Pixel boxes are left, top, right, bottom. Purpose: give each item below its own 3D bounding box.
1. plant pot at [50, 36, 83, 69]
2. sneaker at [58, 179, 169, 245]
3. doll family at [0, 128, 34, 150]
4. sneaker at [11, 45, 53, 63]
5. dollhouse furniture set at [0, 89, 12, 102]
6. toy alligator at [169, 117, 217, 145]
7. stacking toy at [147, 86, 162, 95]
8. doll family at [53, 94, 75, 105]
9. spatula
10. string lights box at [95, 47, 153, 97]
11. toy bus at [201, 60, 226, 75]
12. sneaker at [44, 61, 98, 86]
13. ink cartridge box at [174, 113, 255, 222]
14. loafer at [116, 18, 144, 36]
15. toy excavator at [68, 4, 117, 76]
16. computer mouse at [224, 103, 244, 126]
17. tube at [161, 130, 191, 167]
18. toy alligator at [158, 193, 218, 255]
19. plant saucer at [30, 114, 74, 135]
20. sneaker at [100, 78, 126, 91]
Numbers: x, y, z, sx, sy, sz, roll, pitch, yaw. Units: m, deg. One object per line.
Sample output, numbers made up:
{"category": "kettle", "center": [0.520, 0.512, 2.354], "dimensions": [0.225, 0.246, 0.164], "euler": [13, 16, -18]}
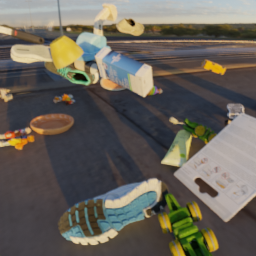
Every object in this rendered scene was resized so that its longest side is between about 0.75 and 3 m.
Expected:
{"category": "plant pot", "center": [-2.302, -2.773, 9.996], "dimensions": [1.161, 0.824, 1.161], "euler": [-24, 29, 14]}
{"category": "sneaker", "center": [-0.363, 1.933, 6.651], "dimensions": [2.598, 0.974, 1.126], "euler": [-14, -2, -19]}
{"category": "doll family", "center": [-4.052, 0.425, 10.330], "dimensions": [0.988, 0.717, 1.592], "euler": [-7, 6, 0]}
{"category": "sneaker", "center": [-3.588, -2.770, 10.651], "dimensions": [1.698, 0.620, 0.601], "euler": [1, -20, -33]}
{"category": "dollhouse furniture set", "center": [-7.020, -1.840, 15.475], "dimensions": [1.073, 0.556, 0.475], "euler": [8, 23, 19]}
{"category": "toy alligator", "center": [2.528, 0.045, 10.168], "dimensions": [2.134, 0.513, 0.707], "euler": [32, -8, 3]}
{"category": "stacking toy", "center": [1.362, -2.183, 16.253], "dimensions": [1.417, 0.823, 0.778], "euler": [6, 15, -23]}
{"category": "doll family", "center": [-3.457, -1.574, 14.850], "dimensions": [1.221, 0.550, 0.758], "euler": [11, 26, 24]}
{"category": "spatula", "center": [-3.992, -3.106, 8.951], "dimensions": [2.890, 0.817, 0.297], "euler": [4, 6, -45]}
{"category": "string lights box", "center": [-0.128, -1.686, 8.446], "dimensions": [1.727, 0.887, 0.509], "euler": [29, 66, 24]}
{"category": "toy bus", "center": [3.230, -2.286, 10.580], "dimensions": [0.904, 0.294, 0.354], "euler": [12, 23, -24]}
{"category": "sneaker", "center": [-2.774, -2.729, 13.447], "dimensions": [2.644, 1.026, 1.206], "euler": [16, 25, -4]}
{"category": "ink cartridge box", "center": [3.134, 1.054, 7.922], "dimensions": [2.969, 0.847, 2.413], "euler": [-45, 32, -3]}
{"category": "loafer", "center": [0.139, -3.271, 9.010], "dimensions": [1.167, 0.442, 0.399], "euler": [-18, -15, -45]}
{"category": "toy excavator", "center": [-1.355, -3.785, 11.874], "dimensions": [1.255, 2.512, 2.442], "euler": [24, 39, 29]}
{"category": "computer mouse", "center": [4.895, -0.518, 12.619], "dimensions": [1.131, 0.452, 2.062], "euler": [2, 29, 15]}
{"category": "tube", "center": [1.780, 0.731, 9.642], "dimensions": [0.609, 0.545, 2.101], "euler": [-35, 9, 32]}
{"category": "toy alligator", "center": [1.324, 2.451, 5.557], "dimensions": [0.891, 0.646, 2.688], "euler": [-20, 38, -3]}
{"category": "plant saucer", "center": [-3.196, -0.139, 11.833], "dimensions": [1.783, 0.334, 1.783], "euler": [0, 24, 0]}
{"category": "sneaker", "center": [-0.391, -2.885, 17.528], "dimensions": [2.797, 0.998, 1.117], "euler": [-6, 12, -12]}
